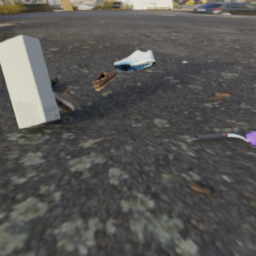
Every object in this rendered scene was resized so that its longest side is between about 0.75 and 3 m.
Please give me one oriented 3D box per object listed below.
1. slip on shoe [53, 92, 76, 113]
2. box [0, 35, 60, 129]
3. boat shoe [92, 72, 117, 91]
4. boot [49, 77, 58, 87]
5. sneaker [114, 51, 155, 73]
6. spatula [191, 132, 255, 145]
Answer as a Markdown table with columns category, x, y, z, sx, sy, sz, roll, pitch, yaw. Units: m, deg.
| category | x | y | z | sx | sy | sz | roll | pitch | yaw |
| --- | --- | --- | --- | --- | --- | --- | --- | --- | --- |
| slip on shoe | -2.301 | -0.992 | 9.452 | 1.208 | 0.459 | 0.366 | 32 | 57 | -10 |
| box | -2.929 | -1.316 | 8.285 | 1.033 | 2.514 | 0.859 | -11 | 5 | 19 |
| boat shoe | -0.779 | -1.656 | 9.372 | 0.380 | 0.380 | 1.081 | -7 | 30 | 42 |
| boot | -3.389 | -1.673 | 11.655 | 1.255 | 0.434 | 1.092 | -21 | 36 | -22 |
| sneaker | 0.227 | -2.617 | 10.837 | 1.603 | 0.601 | 0.695 | -8 | 70 | 5 |
| spatula | 2.988 | 0.266 | 7.984 | 2.355 | 0.242 | 0.666 | 0 | 26 | 1 |
